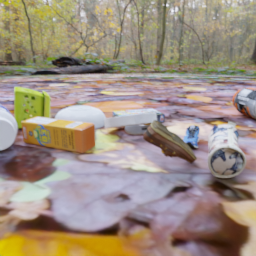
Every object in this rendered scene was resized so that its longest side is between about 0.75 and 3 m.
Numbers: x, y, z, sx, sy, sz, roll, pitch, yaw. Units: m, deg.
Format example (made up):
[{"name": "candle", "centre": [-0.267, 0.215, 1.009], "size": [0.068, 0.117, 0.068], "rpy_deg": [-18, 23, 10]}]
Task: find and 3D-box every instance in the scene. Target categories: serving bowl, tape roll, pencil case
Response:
[{"name": "serving bowl", "centre": [-2.446, -0.613, 14.240], "size": [2.648, 0.871, 2.648], "rpy_deg": [-1, 15, 0]}, {"name": "tape roll", "centre": [0.099, -0.315, 12.562], "size": [2.386, 0.436, 2.386], "rpy_deg": [-7, 0, 0]}, {"name": "pencil case", "centre": [3.071, 0.640, 8.893], "size": [1.030, 1.184, 2.647], "rpy_deg": [12, 18, 13]}]

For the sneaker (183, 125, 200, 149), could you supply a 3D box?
[{"name": "sneaker", "centre": [2.445, 0.307, 10.981], "size": [0.677, 0.769, 1.724], "rpy_deg": [4, 16, 16]}]

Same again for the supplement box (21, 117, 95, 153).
[{"name": "supplement box", "centre": [-2.741, 0.229, 10.905], "size": [2.904, 0.966, 0.999], "rpy_deg": [7, 19, 26]}]

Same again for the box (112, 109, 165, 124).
[{"name": "box", "centre": [0.518, -0.592, 14.928], "size": [2.407, 0.454, 1.644], "rpy_deg": [-5, 16, -17]}]

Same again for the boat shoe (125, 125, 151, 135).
[{"name": "boat shoe", "centre": [0.564, 0.073, 12.607], "size": [1.421, 0.504, 0.496], "rpy_deg": [-3, -12, 0]}]

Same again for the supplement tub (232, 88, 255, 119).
[{"name": "supplement tub", "centre": [7.057, -1.374, 15.621], "size": [1.620, 1.620, 2.645], "rpy_deg": [-2, 15, -8]}]

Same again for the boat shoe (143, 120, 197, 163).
[{"name": "boat shoe", "centre": [1.343, 0.560, 8.944], "size": [2.090, 0.706, 0.752], "rpy_deg": [35, 17, -26]}]

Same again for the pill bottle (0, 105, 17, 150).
[{"name": "pill bottle", "centre": [-5.144, -0.036, 10.812], "size": [1.532, 1.532, 2.560], "rpy_deg": [-8, 18, -28]}]

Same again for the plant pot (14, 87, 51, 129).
[{"name": "plant pot", "centre": [-4.818, -1.024, 14.057], "size": [1.692, 1.856, 1.865], "rpy_deg": [1, 13, -21]}]
